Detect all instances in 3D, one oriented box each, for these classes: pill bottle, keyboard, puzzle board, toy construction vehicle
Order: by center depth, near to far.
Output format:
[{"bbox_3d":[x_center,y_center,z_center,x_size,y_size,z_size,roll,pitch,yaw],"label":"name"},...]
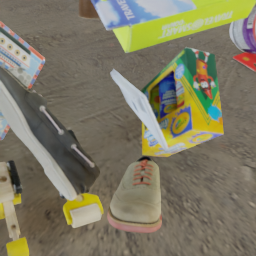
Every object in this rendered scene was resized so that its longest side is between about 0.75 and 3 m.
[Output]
[{"bbox_3d":[0.087,-0.456,4.601,0.148,0.779,2.768,-32,21,1],"label":"keyboard"},{"bbox_3d":[-3.115,-1.234,5.479,0.258,2.962,2.232,19,78,33],"label":"puzzle board"},{"bbox_3d":[-1.891,1.383,6.376,2.299,0.930,2.641,-13,47,-29],"label":"toy construction vehicle"},{"bbox_3d":[3.562,-2.620,7.278,1.410,1.410,2.530,1,17,1],"label":"pill bottle"}]

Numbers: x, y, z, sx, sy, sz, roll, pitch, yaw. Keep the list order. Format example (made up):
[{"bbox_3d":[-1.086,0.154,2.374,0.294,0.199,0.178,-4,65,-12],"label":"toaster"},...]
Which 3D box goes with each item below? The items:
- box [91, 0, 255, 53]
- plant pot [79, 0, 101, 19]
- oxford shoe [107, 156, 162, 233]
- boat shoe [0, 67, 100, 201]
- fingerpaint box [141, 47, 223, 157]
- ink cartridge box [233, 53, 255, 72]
[{"bbox_3d":[0.584,-2.218,4.560,2.656,0.633,1.620,-20,65,-16],"label":"box"},{"bbox_3d":[-0.462,-4.517,8.156,2.158,2.309,2.158,-1,28,0],"label":"plant pot"},{"bbox_3d":[0.126,0.851,4.028,0.722,0.767,2.050,6,4,1],"label":"oxford shoe"},{"bbox_3d":[-1.497,0.022,5.041,0.772,0.906,2.709,-37,99,-33],"label":"boat shoe"},{"bbox_3d":[0.739,-0.303,4.421,0.547,1.491,1.244,7,71,-21],"label":"fingerpaint box"},{"bbox_3d":[5.624,-2.650,10.709,2.047,0.519,2.323,-20,47,-21],"label":"ink cartridge box"}]
